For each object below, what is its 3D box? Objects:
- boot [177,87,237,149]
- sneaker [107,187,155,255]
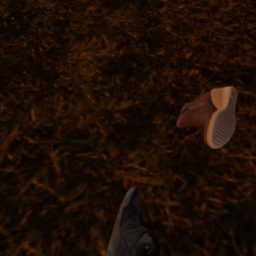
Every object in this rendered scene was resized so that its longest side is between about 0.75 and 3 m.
[{"bbox_3d":[2.464,-0.191,9.331,0.918,2.110,2.537,42,56,-20],"label":"boot"},{"bbox_3d":[0.244,2.924,8.378,1.269,0.847,2.216,11,54,7],"label":"sneaker"}]
